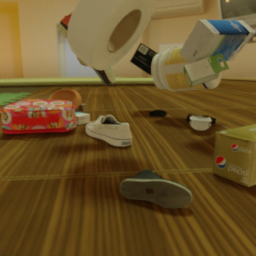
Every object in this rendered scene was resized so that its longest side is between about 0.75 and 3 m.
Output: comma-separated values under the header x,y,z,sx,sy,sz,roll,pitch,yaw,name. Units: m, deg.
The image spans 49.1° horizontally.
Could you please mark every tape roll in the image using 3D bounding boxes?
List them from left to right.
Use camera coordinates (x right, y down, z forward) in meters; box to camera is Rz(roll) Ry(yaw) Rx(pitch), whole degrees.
x,y,z,sx,sy,sz,roll,pitch,yaw,name
-0.371,-2.519,6.717,0.806,2.306,2.306,42,24,8,tape roll

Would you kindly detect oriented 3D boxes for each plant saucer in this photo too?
x,y,z,sx,sy,sz,roll,pitch,yaw,name
-3.190,-1.396,13.976,1.658,0.310,1.658,-1,50,1,plant saucer

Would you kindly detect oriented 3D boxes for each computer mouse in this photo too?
x,y,z,sx,sy,sz,roll,pitch,yaw,name
2.711,-0.207,10.629,1.185,0.474,2.162,9,9,16,computer mouse

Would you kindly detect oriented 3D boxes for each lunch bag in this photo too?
x,y,z,sx,sy,sz,roll,pitch,yaw,name
-3.157,-0.406,10.078,2.532,1.037,2.230,-2,13,-10,lunch bag

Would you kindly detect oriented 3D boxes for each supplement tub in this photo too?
x,y,z,sx,sy,sz,roll,pitch,yaw,name
2.446,-2.492,11.778,2.535,1.843,1.843,2,12,36,supplement tub

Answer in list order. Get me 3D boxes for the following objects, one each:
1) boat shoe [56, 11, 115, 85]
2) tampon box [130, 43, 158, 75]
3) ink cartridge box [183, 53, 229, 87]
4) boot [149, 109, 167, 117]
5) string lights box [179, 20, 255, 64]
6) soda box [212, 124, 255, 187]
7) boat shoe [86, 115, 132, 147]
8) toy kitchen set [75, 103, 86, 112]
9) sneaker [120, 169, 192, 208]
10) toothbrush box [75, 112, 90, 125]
x,y,z,sx,sy,sz,roll,pitch,yaw,name
-1.281,-2.368,8.709,0.789,2.522,0.898,-31,4,13,boat shoe
0.993,-3.402,14.001,1.245,1.049,1.662,34,16,4,tampon box
2.357,-1.749,8.507,1.192,0.619,0.354,-19,-24,1,ink cartridge box
1.466,-0.747,13.167,0.929,0.322,0.809,3,14,25,boot
2.942,-2.787,9.147,2.427,1.247,0.716,-16,60,-37,string lights box
3.309,0.447,6.521,2.924,0.990,0.936,-9,16,-33,soda box
-0.643,-0.041,9.102,0.873,0.776,2.374,-10,17,-37,boat shoe
-2.728,-1.192,14.050,0.960,0.783,0.866,-10,16,-37,toy kitchen set
0.574,1.027,5.111,1.317,0.492,0.699,5,16,27,sneaker
-2.097,-0.403,11.572,0.860,0.367,0.629,9,16,35,toothbrush box
